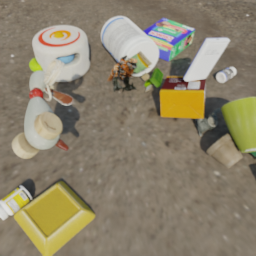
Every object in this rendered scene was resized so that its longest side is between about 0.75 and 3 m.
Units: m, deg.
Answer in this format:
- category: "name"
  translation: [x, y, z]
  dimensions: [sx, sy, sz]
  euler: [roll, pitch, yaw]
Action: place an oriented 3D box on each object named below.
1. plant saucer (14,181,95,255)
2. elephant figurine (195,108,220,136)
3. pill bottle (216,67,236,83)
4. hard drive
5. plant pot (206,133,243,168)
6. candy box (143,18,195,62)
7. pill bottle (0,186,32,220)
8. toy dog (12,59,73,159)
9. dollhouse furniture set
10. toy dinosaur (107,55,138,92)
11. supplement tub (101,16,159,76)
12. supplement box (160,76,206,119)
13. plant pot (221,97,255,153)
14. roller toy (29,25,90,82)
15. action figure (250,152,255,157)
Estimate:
- category: "plant saucer"
  translation: [-1.868, 2.134, 7.027]
  dimensions: [1.530, 0.371, 1.530]
  euler: [35, 55, 29]
- category: "elephant figurine"
  translation: [2.663, -0.200, 9.117]
  dimensions: [0.853, 0.662, 0.604]
  euler: [-9, 25, 3]
- category: "pill bottle"
  translation: [3.897, -2.110, 11.092]
  dimensions: [0.783, 0.445, 0.445]
  euler: [-30, 53, -27]
- category: "hard drive"
  translation: [2.358, -2.061, 8.518]
  dimensions: [0.954, 1.446, 0.183]
  euler: [-13, 56, -32]
- category: "plant pot"
  translation: [2.871, 0.718, 8.154]
  dimensions: [0.886, 0.886, 0.769]
  euler: [-29, 68, -25]
- category: "candy box"
  translation: [1.708, -4.036, 12.707]
  dimensions: [1.768, 0.806, 2.092]
  euler: [30, 54, 24]
- category: "pill bottle"
  translation: [-2.947, 1.917, 7.165]
  dimensions: [0.477, 0.477, 0.835]
  euler: [32, 55, 28]
- category: "toy dog"
  translation: [-1.927, -0.326, 6.934]
  dimensions: [1.606, 1.173, 2.435]
  euler: [-13, 57, 40]
- category: "dollhouse furniture set"
  translation: [0.513, -1.996, 10.181]
  dimensions: [0.868, 1.325, 0.665]
  euler: [-25, 33, 42]
- category: "toy dinosaur"
  translation: [-0.188, -1.959, 10.263]
  dimensions: [0.901, 1.765, 1.198]
  euler: [-7, 87, -15]
- category: "supplement tub"
  translation: [0.012, -3.406, 11.553]
  dimensions: [1.600, 1.600, 2.425]
  euler: [-19, 49, -17]
- category: "supplement box"
  translation: [1.855, -1.056, 9.351]
  dimensions: [1.374, 0.925, 1.393]
  euler: [3, 31, 17]
- category: "plant pot"
  translation: [3.320, -0.013, 7.770]
  dimensions: [1.233, 1.233, 1.318]
  euler: [-3, 75, -3]
- category: "roller toy"
  translation: [-2.624, -3.063, 11.186]
  dimensions: [2.133, 1.634, 2.338]
  euler: [15, 48, 14]
- category: "action figure"
  translation: [4.937, 0.093, 8.777]
  dimensions: [2.927, 0.800, 1.729]
  euler: [-12, 45, -15]
